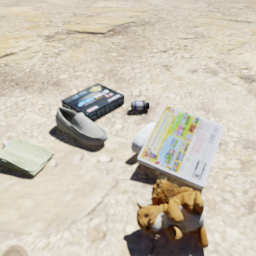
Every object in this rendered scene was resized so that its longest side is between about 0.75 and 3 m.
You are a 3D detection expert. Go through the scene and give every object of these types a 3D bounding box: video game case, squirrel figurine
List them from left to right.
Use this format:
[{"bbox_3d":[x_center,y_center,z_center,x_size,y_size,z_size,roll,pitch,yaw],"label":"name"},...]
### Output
[{"bbox_3d":[1.221,2.529,8.526,1.947,1.476,2.086,-9,21,5],"label":"squirrel figurine"},{"bbox_3d":[2.058,0.606,10.683,2.556,0.321,2.808,22,61,14],"label":"video game case"}]

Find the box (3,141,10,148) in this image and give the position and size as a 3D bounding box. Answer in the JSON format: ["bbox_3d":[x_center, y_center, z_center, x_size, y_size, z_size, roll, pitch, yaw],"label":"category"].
[{"bbox_3d":[-4.807,0.827,11.620,0.473,0.149,0.859,-26,43,-31],"label":"box"}]

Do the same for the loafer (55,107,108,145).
[{"bbox_3d":[-2.108,-0.114,12.183,2.871,1.002,1.004,21,41,27],"label":"loafer"}]

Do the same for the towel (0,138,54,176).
[{"bbox_3d":[-4.054,1.069,10.955,1.963,0.358,1.457,18,40,13],"label":"towel"}]

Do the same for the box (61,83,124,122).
[{"bbox_3d":[-1.766,-1.301,14.170,2.017,0.584,2.537,29,45,34],"label":"box"}]

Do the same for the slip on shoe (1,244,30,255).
[{"bbox_3d":[-3.050,3.961,6.747,1.006,0.802,2.646,2,36,2],"label":"slip on shoe"}]

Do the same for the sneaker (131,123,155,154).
[{"bbox_3d":[1.568,0.454,11.398,2.793,1.029,1.614,-29,42,-35],"label":"sneaker"}]

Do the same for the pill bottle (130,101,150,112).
[{"bbox_3d":[0.590,-1.079,13.935,0.922,0.516,0.516,-2,36,-4],"label":"pill bottle"}]
